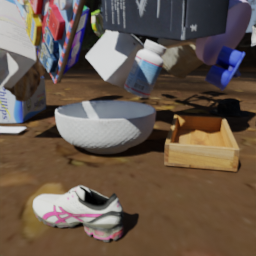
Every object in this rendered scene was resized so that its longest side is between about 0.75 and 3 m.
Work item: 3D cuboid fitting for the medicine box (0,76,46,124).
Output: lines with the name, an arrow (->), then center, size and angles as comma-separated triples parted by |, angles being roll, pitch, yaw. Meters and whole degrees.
medicine box -> -4.742, -1.127, 10.265 | 2.747, 1.414, 2.503 | 0, 15, 1

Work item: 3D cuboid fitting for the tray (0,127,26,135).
tray -> -3.598, 0.100, 8.146 | 1.097, 0.122, 0.589 | 1, 16, 3

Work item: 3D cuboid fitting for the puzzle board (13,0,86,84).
puzzle board -> -1.362, -2.165, 4.287 | 0.235, 2.034, 2.698 | -24, -10, -29

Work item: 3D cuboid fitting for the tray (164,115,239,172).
tray -> 1.735, 0.248, 6.828 | 1.410, 0.529, 2.858 | 4, 16, 13

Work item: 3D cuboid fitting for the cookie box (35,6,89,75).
cookie box -> -2.695, -3.263, 8.646 | 2.583, 2.209, 0.970 | 33, 53, 2

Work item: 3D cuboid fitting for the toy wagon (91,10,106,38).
toy wagon -> -1.038, -3.517, 9.585 | 0.214, 0.841, 1.084 | -8, 28, 21

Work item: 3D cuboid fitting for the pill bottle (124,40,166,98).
pill bottle -> 0.376, -1.226, 5.861 | 0.595, 1.094, 0.595 | 21, 18, -7

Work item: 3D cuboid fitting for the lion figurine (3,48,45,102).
lion figurine -> -2.584, -1.605, 7.630 | 0.783, 1.324, 2.162 | 7, 25, 4

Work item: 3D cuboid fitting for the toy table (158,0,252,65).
toy table -> 2.128, -2.922, 7.610 | 1.595, 2.503, 2.723 | 46, 8, 20

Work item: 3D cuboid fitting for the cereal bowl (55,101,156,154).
cereal bowl -> -0.530, -0.003, 6.814 | 2.381, 0.992, 2.381 | 0, 14, 0

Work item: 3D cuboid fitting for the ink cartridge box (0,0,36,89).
ink cartridge box -> -2.888, -1.906, 6.097 | 1.233, 1.969, 1.266 | 13, -33, -43

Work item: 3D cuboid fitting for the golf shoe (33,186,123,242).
golf shoe -> -0.680, 1.007, 3.711 | 1.361, 0.627, 0.494 | 5, 16, 22

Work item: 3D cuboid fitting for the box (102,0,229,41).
box -> 0.700, -3.082, 6.049 | 1.424, 2.019, 2.729 | -20, 33, -34

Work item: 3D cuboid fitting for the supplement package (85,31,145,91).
supplement package -> -0.183, -2.044, 8.199 | 1.053, 1.369, 1.432 | 51, 16, 19

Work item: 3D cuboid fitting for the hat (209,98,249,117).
hat -> 3.892, -0.829, 10.785 | 1.473, 0.594, 1.473 | 0, 14, 0

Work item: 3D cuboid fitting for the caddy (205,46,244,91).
caddy -> 2.498, -1.464, 7.082 | 0.737, 0.992, 1.403 | 30, 12, 10

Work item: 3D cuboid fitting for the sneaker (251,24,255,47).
sneaker -> 2.967, -2.154, 6.460 | 0.323, 0.492, 0.855 | -9, 16, 19

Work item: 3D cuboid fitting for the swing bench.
swing bench -> 2.210, -3.560, 10.407 | 1.735, 2.674, 2.660 | 23, -8, -7
